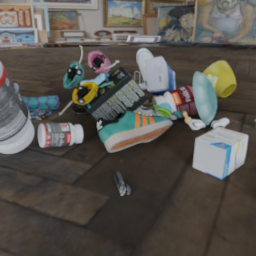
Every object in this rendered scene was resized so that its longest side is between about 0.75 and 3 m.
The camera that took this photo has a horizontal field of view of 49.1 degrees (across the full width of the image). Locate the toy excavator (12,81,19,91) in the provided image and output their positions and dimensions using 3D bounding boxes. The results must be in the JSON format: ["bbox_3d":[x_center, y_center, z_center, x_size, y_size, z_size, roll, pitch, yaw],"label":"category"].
[{"bbox_3d":[-5.957,-1.068,11.389,1.315,2.560,2.633,7,-5,16],"label":"toy excavator"}]

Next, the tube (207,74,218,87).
[{"bbox_3d":[3.430,-1.468,12.182,0.482,1.662,0.431,21,15,21],"label":"tube"}]

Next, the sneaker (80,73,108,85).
[{"bbox_3d":[-1.534,-2.678,16.018,2.643,1.083,0.977,7,22,16],"label":"sneaker"}]

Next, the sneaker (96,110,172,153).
[{"bbox_3d":[0.264,-0.131,9.028,2.853,1.018,1.140,-13,64,-42],"label":"sneaker"}]

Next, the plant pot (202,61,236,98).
[{"bbox_3d":[4.845,-2.357,14.702,1.868,1.868,1.326,-13,53,-28],"label":"plant pot"}]

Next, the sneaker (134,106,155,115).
[{"bbox_3d":[0.352,-0.697,11.764,1.594,0.564,0.582,2,22,6],"label":"sneaker"}]

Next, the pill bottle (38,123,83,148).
[{"bbox_3d":[-2.183,0.219,9.056,1.314,0.761,0.761,-3,21,-29],"label":"pill bottle"}]

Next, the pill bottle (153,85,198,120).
[{"bbox_3d":[2.135,-1.013,11.342,2.082,1.189,1.189,-17,24,-4],"label":"pill bottle"}]

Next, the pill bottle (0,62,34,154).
[{"bbox_3d":[-3.816,-0.544,7.885,1.681,2.902,1.681,-2,56,3],"label":"pill bottle"}]

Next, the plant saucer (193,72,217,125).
[{"bbox_3d":[3.001,-1.160,10.594,0.399,2.074,2.074,-10,14,31],"label":"plant saucer"}]

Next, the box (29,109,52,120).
[{"bbox_3d":[-3.758,-0.577,11.961,0.678,0.196,0.853,6,23,14],"label":"box"}]

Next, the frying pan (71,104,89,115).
[{"bbox_3d":[-1.756,-0.869,12.454,1.518,0.247,0.918,-11,36,-22],"label":"frying pan"}]

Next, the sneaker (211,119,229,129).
[{"bbox_3d":[3.589,-0.112,10.734,0.866,0.331,0.349,-17,37,-26],"label":"sneaker"}]

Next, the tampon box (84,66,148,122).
[{"bbox_3d":[-0.509,-1.096,10.522,1.990,1.257,1.492,-39,27,5],"label":"tampon box"}]

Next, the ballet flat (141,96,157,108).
[{"bbox_3d":[0.957,-1.096,12.534,2.252,0.796,0.796,-2,22,-6],"label":"ballet flat"}]

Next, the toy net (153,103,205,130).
[{"bbox_3d":[1.807,-0.324,9.989,1.956,0.378,1.026,27,-15,-11],"label":"toy net"}]

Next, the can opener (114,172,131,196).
[{"bbox_3d":[-0.145,1.426,7.042,0.278,0.222,0.833,28,12,-21],"label":"can opener"}]

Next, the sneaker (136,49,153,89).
[{"bbox_3d":[1.140,-3.044,15.118,0.938,2.569,0.909,-21,43,6],"label":"sneaker"}]

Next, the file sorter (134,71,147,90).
[{"bbox_3d":[1.252,-2.937,16.832,1.549,0.964,1.075,-11,25,-28],"label":"file sorter"}]

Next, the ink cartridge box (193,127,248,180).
[{"bbox_3d":[2.594,0.666,7.860,1.285,0.929,0.946,-19,29,-40],"label":"ink cartridge box"}]

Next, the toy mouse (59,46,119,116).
[{"bbox_3d":[-1.479,-2.013,10.232,2.804,0.543,2.492,-30,55,24],"label":"toy mouse"}]

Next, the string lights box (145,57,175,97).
[{"bbox_3d":[1.575,-2.154,12.866,0.799,1.393,2.710,-6,-6,19],"label":"string lights box"}]

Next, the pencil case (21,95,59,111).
[{"bbox_3d":[-3.947,-1.116,12.658,1.606,0.683,0.742,-4,30,-12],"label":"pencil case"}]
